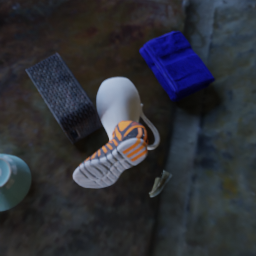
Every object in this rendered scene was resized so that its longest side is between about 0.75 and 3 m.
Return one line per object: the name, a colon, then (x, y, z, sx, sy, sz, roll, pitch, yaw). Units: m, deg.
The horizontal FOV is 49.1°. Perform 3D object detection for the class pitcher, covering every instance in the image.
pitcher: (0.009, -0.391, 9.844, 2.154, 1.522, 2.510, -1, 75, -27)

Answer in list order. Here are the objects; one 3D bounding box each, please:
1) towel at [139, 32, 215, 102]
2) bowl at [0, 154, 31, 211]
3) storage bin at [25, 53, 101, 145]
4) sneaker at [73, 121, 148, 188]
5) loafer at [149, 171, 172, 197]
towel: (1.899, -2.511, 10.951, 1.985, 0.666, 2.688, -27, 72, -9)
bowl: (-4.230, 1.631, 9.069, 1.945, 1.017, 1.945, 3, 64, -6)
storage bin: (-2.193, -0.986, 9.761, 1.262, 1.820, 2.692, -32, 72, -10)
sneaker: (-0.466, 0.762, 8.451, 2.653, 1.029, 1.486, -30, 27, 22)
loafer: (1.002, 1.836, 9.253, 0.372, 0.401, 1.068, 44, 62, 1)
